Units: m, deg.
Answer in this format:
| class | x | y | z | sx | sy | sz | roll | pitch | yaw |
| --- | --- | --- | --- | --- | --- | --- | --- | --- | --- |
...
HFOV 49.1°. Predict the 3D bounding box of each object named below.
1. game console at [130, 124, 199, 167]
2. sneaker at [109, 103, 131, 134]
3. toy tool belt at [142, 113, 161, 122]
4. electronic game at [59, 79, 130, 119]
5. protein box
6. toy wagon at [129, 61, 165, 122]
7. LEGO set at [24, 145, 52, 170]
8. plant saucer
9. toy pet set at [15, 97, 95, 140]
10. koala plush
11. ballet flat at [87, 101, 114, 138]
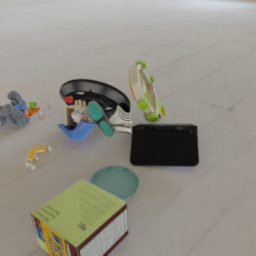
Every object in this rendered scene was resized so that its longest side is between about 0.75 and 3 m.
| class | x | y | z | sx | sy | sz | roll | pitch | yaw |
| --- | --- | --- | --- | --- | --- | --- | --- | --- | --- |
| game console | 1.407 | 0.584 | 10.848 | 2.459 | 1.431 | 2.163 | 0 | 4 | 9 |
| sneaker | -0.224 | -0.319 | 8.075 | 0.536 | 0.818 | 1.421 | 8 | 3 | -24 |
| toy tool belt | 1.028 | -0.521 | 12.338 | 0.772 | 0.482 | 0.474 | -2 | 10 | -5 |
| electronic game | -1.342 | -1.111 | 11.368 | 2.912 | 2.912 | 0.606 | 7 | 67 | 10 |
| protein box | -1.185 | 2.478 | 7.175 | 1.703 | 1.157 | 1.715 | 18 | 34 | 35 |
| toy wagon | 0.832 | -1.292 | 11.495 | 0.558 | 2.820 | 2.188 | -15 | 55 | 20 |
| LEGO set | -3.406 | 1.039 | 10.314 | 0.606 | 0.491 | 1.318 | 39 | 33 | -5 |
| plant saucer | -0.445 | 1.852 | 9.180 | 1.610 | 0.221 | 1.610 | -1 | 35 | 0 |
| toy pet set | -2.478 | -0.224 | 10.400 | 2.418 | 1.284 | 2.258 | -5 | -5 | 25 |
| koala plush | -5.220 | -0.567 | 12.053 | 1.557 | 1.431 | 1.381 | -16 | 43 | 14 |
| ballet flat | -0.778 | -0.252 | 7.837 | 0.412 | 1.145 | 0.412 | -28 | 15 | 8 |
